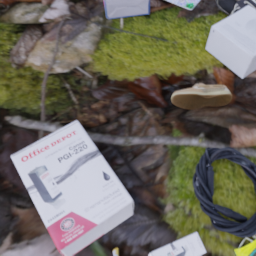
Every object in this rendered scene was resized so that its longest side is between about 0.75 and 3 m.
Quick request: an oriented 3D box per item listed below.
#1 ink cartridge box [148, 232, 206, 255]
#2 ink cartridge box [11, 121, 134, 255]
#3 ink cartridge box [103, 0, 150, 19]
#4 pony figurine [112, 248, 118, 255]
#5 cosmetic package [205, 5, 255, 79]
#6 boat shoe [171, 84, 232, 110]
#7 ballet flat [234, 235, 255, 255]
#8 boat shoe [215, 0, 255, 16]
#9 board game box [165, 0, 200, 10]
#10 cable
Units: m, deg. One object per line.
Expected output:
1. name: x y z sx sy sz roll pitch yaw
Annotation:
1. ink cartridge box: 1.038 2.770 6.122 1.110 0.808 0.471 -17 61 -10
2. ink cartridge box: -1.345 1.379 6.807 1.908 1.111 2.620 -30 61 -17
3. ink cartridge box: -0.203 -5.608 11.151 1.748 0.978 2.562 -8 61 -4
4. pony figurine: -0.324 3.243 5.944 0.987 0.851 1.022 -23 46 -24
5. cosmetic package: 3.935 -2.899 9.424 1.779 1.094 1.773 -32 64 -18
6. boat shoe: 2.191 -1.003 8.579 1.878 0.669 0.606 -1 51 -10
7. ballet flat: 2.937 2.654 6.482 1.133 0.379 0.380 -29 46 -14
8. boat shoe: 4.308 -4.264 10.416 2.526 0.933 0.762 37 60 11
9. board game box: 2.309 -5.575 11.603 1.465 0.190 1.465 30 63 17
10. cable: 2.591 1.515 7.113 1.910 0.595 2.341 -27 64 -10
